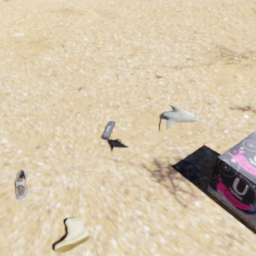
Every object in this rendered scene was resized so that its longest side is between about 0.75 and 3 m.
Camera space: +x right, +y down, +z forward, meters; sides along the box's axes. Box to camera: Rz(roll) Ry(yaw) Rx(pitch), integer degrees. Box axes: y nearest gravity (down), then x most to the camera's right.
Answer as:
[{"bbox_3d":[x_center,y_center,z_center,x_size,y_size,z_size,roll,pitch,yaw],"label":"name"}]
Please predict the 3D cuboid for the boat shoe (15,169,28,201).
[{"bbox_3d":[-3.168,1.657,8.246,0.366,0.366,1.012,-10,41,-12],"label":"boat shoe"}]

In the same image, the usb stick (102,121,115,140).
[{"bbox_3d":[-0.704,0.071,10.326,0.278,0.163,1.002,9,41,10],"label":"usb stick"}]

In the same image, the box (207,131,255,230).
[{"bbox_3d":[3.793,1.625,7.338,1.793,1.557,2.713,-27,47,-29],"label":"box"}]

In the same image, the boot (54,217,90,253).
[{"bbox_3d":[-1.491,2.674,7.049,0.893,0.325,0.694,-19,43,-23],"label":"boot"}]

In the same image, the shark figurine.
[{"bbox_3d":[1.009,-0.176,7.009,1.331,0.795,0.555,-5,63,57],"label":"shark figurine"}]
